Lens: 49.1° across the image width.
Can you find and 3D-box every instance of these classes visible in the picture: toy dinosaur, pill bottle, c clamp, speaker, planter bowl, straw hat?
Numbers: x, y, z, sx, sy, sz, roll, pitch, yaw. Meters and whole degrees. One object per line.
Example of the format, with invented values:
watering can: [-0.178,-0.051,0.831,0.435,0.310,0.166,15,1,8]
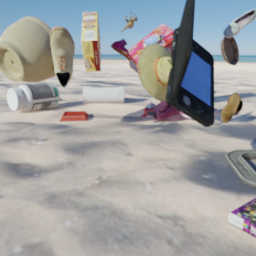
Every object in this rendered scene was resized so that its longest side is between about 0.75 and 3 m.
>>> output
toy dinosaur: [0.057,-4.388,11.689,0.356,0.618,1.223,31,66,30]
pill bottle: [-4.838,-1.587,14.399,1.327,1.327,2.347,14,20,41]
c clamp: [3.922,0.951,7.406,2.436,0.386,2.851,3,16,9]
speaker: [-1.421,-1.902,16.175,2.385,0.969,0.969,-1,16,-1]
planter bowl: [-3.445,-2.402,9.314,2.163,2.163,1.456,9,37,29]
straw hat: [1.319,-1.881,9.209,2.000,2.000,0.847,-14,9,-39]

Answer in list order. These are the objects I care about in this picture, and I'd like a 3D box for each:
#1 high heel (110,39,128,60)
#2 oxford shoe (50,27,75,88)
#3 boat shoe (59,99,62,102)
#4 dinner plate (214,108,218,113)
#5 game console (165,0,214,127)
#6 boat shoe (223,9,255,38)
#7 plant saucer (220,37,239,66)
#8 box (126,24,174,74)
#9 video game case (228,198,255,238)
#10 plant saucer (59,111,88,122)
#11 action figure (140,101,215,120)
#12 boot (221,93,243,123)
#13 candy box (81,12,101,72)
high heel: [-0.079,-3.667,14.442,0.916,1.910,0.643,-38,9,-31]
oxford shoe: [-1.981,-2.116,8.632,0.728,2.058,0.760,-5,56,-6]
boat shoe: [-4.336,-1.682,16.653,0.820,0.254,0.307,-11,20,-33]
dinner plate: [3.552,-0.865,13.948,1.740,0.211,1.740,0,17,0]
game console: [1.814,-1.746,6.898,2.317,2.634,1.533,29,-35,-26]
boat shoe: [2.880,-2.700,7.235,0.934,0.344,0.300,-33,-14,10]
plant saucer: [4.229,-3.240,11.725,1.339,1.339,0.231,-16,4,-43]
box: [1.257,-3.668,13.452,2.456,1.172,1.224,-40,60,-11]
video game case: [2.790,1.691,5.109,1.411,0.253,1.279,-12,20,-35]
plant saucer: [-2.470,-0.555,12.859,1.239,0.227,1.237,-1,16,-6]
action figure: [1.975,-0.798,12.412,2.928,2.180,1.961,-18,-21,-7]
boot: [2.373,-0.377,6.420,0.311,0.846,0.319,-8,46,-14]
candy box: [-1.675,-3.991,12.882,0.750,1.566,2.713,-3,47,-3]
